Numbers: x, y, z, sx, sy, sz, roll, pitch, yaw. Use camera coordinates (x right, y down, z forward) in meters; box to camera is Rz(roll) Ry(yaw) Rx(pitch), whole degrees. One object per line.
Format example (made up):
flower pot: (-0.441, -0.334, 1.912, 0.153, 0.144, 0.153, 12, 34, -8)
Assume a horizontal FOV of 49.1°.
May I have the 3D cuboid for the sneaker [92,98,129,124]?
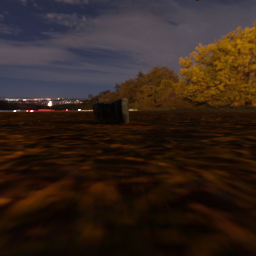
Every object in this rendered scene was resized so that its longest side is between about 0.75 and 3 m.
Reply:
sneaker: (-0.601, -0.552, 9.738, 1.269, 0.847, 2.216, -2, 1, -8)
